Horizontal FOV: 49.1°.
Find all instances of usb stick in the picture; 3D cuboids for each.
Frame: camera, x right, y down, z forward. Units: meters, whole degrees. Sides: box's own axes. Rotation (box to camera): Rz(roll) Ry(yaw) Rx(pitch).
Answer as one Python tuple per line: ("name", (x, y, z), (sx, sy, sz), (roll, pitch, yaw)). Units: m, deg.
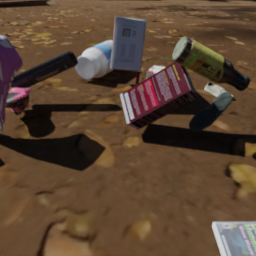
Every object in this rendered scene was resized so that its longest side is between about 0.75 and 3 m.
("usb stick", (-2.913, -1.928, 9.655), (2.426, 0.673, 0.396), (-24, 61, 3))

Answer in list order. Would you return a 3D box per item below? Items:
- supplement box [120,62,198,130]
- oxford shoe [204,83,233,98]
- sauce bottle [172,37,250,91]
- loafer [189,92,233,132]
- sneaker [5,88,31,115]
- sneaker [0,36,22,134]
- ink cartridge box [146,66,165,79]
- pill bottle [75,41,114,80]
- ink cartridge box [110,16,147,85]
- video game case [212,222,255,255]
("supplement box", (0.817, -0.885, 7.918), (2.014, 0.613, 1.096), (-28, 59, 25))
("oxford shoe", (3.460, -1.422, 10.740), (0.474, 0.364, 1.260), (-16, 36, -31))
("sauce bottle", (2.122, -1.532, 6.999), (2.061, 0.667, 0.667), (23, 28, -13))
("loafer", (2.429, -0.401, 8.097), (0.533, 1.485, 0.467), (55, 22, 22))
("sneaker", (-3.519, -0.769, 8.896), (0.708, 0.854, 1.791), (6, 16, -4))
("sneaker", (-3.421, -1.117, 7.601), (0.977, 2.695, 1.536), (23, 37, 23))
("ink cartridge box", (1.273, -2.408, 12.385), (0.673, 0.380, 0.916), (13, 33, 22))
("pill bottle", (-1.251, -3.008, 12.484), (1.316, 1.316, 2.421), (14, 33, 23))
("ink cartridge box", (-0.019, -2.691, 10.303), (1.072, 2.245, 2.557), (7, 13, -1))
("video game case", (2.247, 2.192, 4.763), (1.282, 0.165, 1.411), (0, 30, 0))
